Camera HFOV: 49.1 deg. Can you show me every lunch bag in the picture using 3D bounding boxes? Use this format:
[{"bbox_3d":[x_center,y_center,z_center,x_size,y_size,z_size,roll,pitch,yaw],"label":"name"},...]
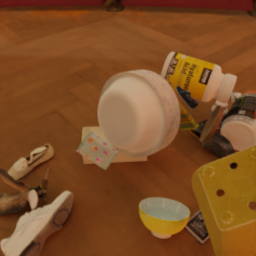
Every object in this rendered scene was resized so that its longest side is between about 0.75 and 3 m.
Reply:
[{"bbox_3d":[-0.867,0.617,8.088,1.031,0.738,1.210,33,2,-4],"label":"lunch bag"}]

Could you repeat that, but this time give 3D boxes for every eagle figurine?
[{"bbox_3d":[-3.863,2.240,9.913,1.981,1.495,1.503,5,52,-11],"label":"eagle figurine"}]

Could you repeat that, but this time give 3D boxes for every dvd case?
[{"bbox_3d":[2.547,3.298,9.520,1.144,0.141,0.860,-29,50,-28],"label":"dvd case"}]

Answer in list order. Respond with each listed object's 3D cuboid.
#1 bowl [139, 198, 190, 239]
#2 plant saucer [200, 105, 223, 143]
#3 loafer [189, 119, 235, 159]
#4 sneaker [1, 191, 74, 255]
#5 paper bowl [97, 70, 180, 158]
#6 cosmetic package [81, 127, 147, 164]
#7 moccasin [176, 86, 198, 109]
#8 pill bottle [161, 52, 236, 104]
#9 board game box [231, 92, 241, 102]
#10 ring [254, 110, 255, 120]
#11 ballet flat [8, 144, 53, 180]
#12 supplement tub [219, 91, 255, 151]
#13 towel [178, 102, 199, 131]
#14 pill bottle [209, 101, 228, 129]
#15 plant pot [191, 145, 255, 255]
[{"bbox_3d":[1.132,3.016,9.115,1.663,0.895,1.663,5,9,-1],"label":"bowl"},{"bbox_3d":[2.357,-0.089,7.864,0.172,1.165,1.165,27,47,5],"label":"plant saucer"},{"bbox_3d":[3.550,0.717,11.805,0.986,0.993,2.729,-18,36,-7],"label":"loafer"},{"bbox_3d":[-2.919,3.066,9.168,1.228,1.051,2.820,21,46,28],"label":"sneaker"},{"bbox_3d":[0.139,-0.423,9.355,2.912,2.912,1.514,33,33,31],"label":"paper bowl"},{"bbox_3d":[-0.574,0.676,11.753,2.644,0.966,1.369,-4,43,-3],"label":"cosmetic package"},{"bbox_3d":[2.234,-1.208,10.554,1.061,0.362,0.427,46,28,-12],"label":"moccasin"},{"bbox_3d":[2.881,-2.013,11.668,2.862,1.593,1.593,20,46,12],"label":"pill bottle"},{"bbox_3d":[5.719,-1.597,14.807,0.486,0.133,0.770,9,44,9],"label":"board game box"},{"bbox_3d":[5.778,-0.402,9.600,2.656,2.656,0.255,12,69,13],"label":"ring"},{"bbox_3d":[-3.993,1.307,11.283,0.713,0.659,2.115,33,52,29],"label":"ballet flat"},{"bbox_3d":[5.246,-0.405,12.378,1.677,1.677,2.738,22,48,22],"label":"supplement tub"},{"bbox_3d":[1.517,-0.873,10.599,2.589,1.114,0.234,47,68,-12],"label":"towel"},{"bbox_3d":[4.162,-0.633,12.916,0.722,1.286,0.722,-1,44,1],"label":"pill bottle"},{"bbox_3d":[2.923,1.898,6.623,2.633,2.694,2.616,-26,44,15],"label":"plant pot"}]
